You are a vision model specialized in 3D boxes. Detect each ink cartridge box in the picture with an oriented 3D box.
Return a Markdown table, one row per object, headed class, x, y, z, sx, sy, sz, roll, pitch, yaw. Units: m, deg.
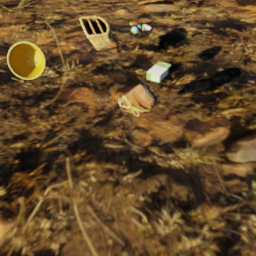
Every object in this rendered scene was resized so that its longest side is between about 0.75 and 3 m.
| class | x | y | z | sx | sy | sz | roll | pitch | yaw |
| --- | --- | --- | --- | --- | --- | --- | --- | --- | --- |
| ink cartridge box | 1.525 | -2.762 | 13.803 | 0.703 | 0.401 | 1.354 | 20 | 43 | 23 |

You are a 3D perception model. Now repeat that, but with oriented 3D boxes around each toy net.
| class | x | y | z | sx | sy | sz | roll | pitch | yaw |
| --- | --- | --- | --- | --- | --- | --- | --- | --- | --- |
| toy net | 0.561 | -4.697 | 13.128 | 1.096 | 0.212 | 0.575 | -14 | 60 | -34 |

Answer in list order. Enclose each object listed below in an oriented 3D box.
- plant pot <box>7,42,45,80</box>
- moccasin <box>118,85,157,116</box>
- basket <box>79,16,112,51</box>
| class | x | y | z | sx | sy | sz | roll | pitch | yaw |
| --- | --- | --- | --- | --- | --- | --- | --- | --- | --- |
| plant pot | -2.369 | -1.639 | 6.737 | 0.850 | 0.850 | 0.603 | -2 | 20 | -3 |
| moccasin | 0.200 | -0.774 | 8.362 | 0.875 | 0.829 | 2.266 | -45 | 17 | -9 |
| basket | -1.330 | -4.279 | 12.137 | 0.980 | 1.023 | 1.373 | -29 | 58 | 11 |
